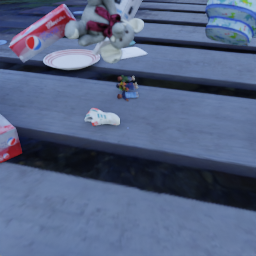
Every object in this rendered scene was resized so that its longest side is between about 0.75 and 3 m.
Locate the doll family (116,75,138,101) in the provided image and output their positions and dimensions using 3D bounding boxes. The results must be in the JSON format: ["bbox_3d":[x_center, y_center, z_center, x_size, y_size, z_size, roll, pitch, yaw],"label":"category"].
[{"bbox_3d":[-0.085,-1.523,10.660,0.775,0.526,1.340,-2,36,-13],"label":"doll family"}]

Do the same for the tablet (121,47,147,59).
[{"bbox_3d":[-0.186,-3.915,14.651,2.007,0.137,1.306,-16,36,-23],"label":"tablet"}]

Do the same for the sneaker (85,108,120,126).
[{"bbox_3d":[-0.826,-0.226,8.829,1.216,0.428,0.569,20,53,26],"label":"sneaker"}]

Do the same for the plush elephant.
[{"bbox_3d":[-0.518,-2.741,7.702,1.535,1.633,1.983,28,4,11],"label":"plush elephant"}]

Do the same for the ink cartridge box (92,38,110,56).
[{"bbox_3d":[-0.954,-3.163,10.814,0.174,0.777,0.684,52,44,7],"label":"ink cartridge box"}]

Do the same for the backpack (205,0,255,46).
[{"bbox_3d":[2.358,-2.493,6.253,1.290,1.036,1.410,21,2,24],"label":"backpack"}]

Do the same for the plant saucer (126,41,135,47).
[{"bbox_3d":[-0.076,-4.819,16.005,0.907,0.163,0.907,0,33,0],"label":"plant saucer"}]

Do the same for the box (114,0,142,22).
[{"bbox_3d":[0.111,-4.195,8.504,0.589,1.960,1.143,30,12,7],"label":"box"}]

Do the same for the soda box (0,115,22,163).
[{"bbox_3d":[-3.989,0.008,7.955,0.790,0.872,2.490,-27,42,-34],"label":"soda box"}]

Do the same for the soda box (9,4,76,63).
[{"bbox_3d":[-2.828,-3.151,9.335,2.228,0.706,0.780,-28,38,13],"label":"soda box"}]

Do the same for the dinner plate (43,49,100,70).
[{"bbox_3d":[-2.684,-3.258,13.478,2.672,0.324,2.672,1,33,-1],"label":"dinner plate"}]
